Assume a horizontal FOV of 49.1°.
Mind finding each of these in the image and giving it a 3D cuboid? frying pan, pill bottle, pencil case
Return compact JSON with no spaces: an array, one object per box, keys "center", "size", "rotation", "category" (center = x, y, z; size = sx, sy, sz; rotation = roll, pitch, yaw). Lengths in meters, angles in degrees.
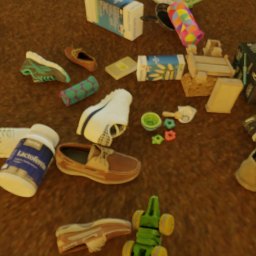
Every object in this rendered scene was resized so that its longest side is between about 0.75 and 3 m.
[{"center":[1.602,-4.790,12.672],"size":[1.547,0.416,2.557],"rotation":[45,54,-6],"category":"frying pan"},{"center":[-2.783,0.892,8.017],"size":[1.096,1.096,1.895],"rotation":[12,53,9],"category":"pill bottle"},{"center":[-1.759,-1.339,10.147],"size":[1.357,0.577,0.627],"rotation":[-31,49,-22],"category":"pencil case"},{"center":[2.515,-4.645,12.414],"size":[1.026,1.026,2.321],"rotation":[-8,59,-7],"category":"pencil case"}]

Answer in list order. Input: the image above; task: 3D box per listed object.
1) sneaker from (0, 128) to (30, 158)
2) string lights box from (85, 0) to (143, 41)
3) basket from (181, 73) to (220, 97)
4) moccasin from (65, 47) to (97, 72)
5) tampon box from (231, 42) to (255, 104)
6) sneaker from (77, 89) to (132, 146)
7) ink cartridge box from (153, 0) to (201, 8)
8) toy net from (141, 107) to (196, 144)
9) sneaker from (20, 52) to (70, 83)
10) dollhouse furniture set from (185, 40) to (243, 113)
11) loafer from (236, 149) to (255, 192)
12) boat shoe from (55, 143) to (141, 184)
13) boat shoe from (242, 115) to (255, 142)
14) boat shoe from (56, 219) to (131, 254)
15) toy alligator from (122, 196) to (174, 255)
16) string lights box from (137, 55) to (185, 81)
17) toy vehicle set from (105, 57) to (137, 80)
[{"center":[-3.983,0.365,8.581],"size":[2.246,0.904,0.858],"rotation":[-11,50,-11],"category":"sneaker"},{"center":[-0.679,-5.217,12.715],"size":[2.789,1.433,0.822],"rotation":[32,58,23],"category":"string lights box"},{"center":[2.667,-1.793,10.306],"size":[1.264,0.902,0.941],"rotation":[-4,52,-4],"category":"basket"},{"center":[-1.953,-2.892,11.354],"size":[0.611,0.644,1.670],"rotation":[-36,60,-25],"category":"moccasin"},{"center":[4.747,-2.044,10.191],"size":[1.166,1.384,1.847],"rotation":[-6,51,-5],"category":"tampon box"},{"center":[-0.453,-0.327,8.887],"size":[1.120,1.063,2.782],"rotation":[26,38,13],"category":"sneaker"},{"center":[2.470,-6.529,14.214],"size":[1.308,0.747,2.519],"rotation":[-28,57,-21],"category":"ink cartridge box"},{"center":[1.514,-0.253,9.384],"size":[2.115,0.408,1.110],"rotation":[-23,55,-18],"category":"toy net"},{"center":[-3.211,-2.072,10.753],"size":[2.099,0.814,0.957],"rotation":[27,79,16],"category":"sneaker"},{"center":[2.860,-1.981,10.237],"size":[1.461,1.248,2.819],"rotation":[3,46,-6],"category":"dollhouse furniture set"},{"center":[4.440,0.750,8.185],"size":[2.983,1.006,1.134],"rotation":[-33,58,-24],"category":"loafer"},{"center":[-0.898,0.968,8.069],"size":[2.547,0.915,0.965],"rotation":[5,51,4],"category":"boat shoe"},{"center":[4.883,-0.384,9.199],"size":[2.384,0.856,0.806],"rotation":[-22,57,-14],"category":"boat shoe"},{"center":[-0.823,2.703,6.877],"size":[1.881,0.712,0.675],"rotation":[-11,55,3],"category":"boat shoe"},{"center":[0.400,3.069,6.553],"size":[0.974,0.706,2.937],"rotation":[-1,53,33],"category":"toy alligator"},{"center":[1.209,-2.277,10.668],"size":[1.692,0.870,0.499],"rotation":[-4,57,-5],"category":"string lights box"},{"center":[-0.234,-2.420,11.289],"size":[1.169,0.155,0.726],"rotation":[-31,58,-23],"category":"toy vehicle set"}]
